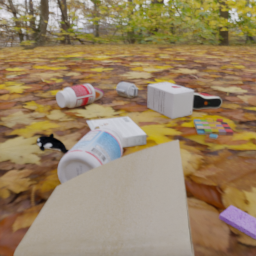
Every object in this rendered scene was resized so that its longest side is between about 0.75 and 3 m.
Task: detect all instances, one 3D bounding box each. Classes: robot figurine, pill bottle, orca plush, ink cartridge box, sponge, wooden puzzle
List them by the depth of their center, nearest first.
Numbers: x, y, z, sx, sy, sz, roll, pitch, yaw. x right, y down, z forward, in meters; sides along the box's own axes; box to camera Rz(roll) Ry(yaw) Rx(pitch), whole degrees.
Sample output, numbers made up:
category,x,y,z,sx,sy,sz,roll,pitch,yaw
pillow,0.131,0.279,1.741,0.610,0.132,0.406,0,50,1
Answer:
category,x,y,z,sx,sy,sz,roll,pitch,yaw
sponge,2.411,1.970,5.882,0.479,0.128,0.859,-17,27,-37
pill bottle,-0.854,0.753,7.487,1.199,1.199,2.204,6,23,15
orca plush,-2.543,0.457,9.260,0.737,0.498,1.401,-18,27,-38
ink cartridge box,-0.485,0.155,10.152,1.711,0.429,1.972,-7,22,-17
wooden puzzle,3.306,-0.044,11.023,1.293,0.153,2.180,2,21,4
pill bottle,-2.562,-1.535,13.691,0.993,0.993,1.769,19,27,39
robot figurine,-0.102,-2.080,15.410,1.366,0.771,1.158,19,17,38

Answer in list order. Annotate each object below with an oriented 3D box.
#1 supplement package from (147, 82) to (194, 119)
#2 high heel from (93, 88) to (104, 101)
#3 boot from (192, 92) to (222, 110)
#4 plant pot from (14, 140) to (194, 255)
category,x,y,z,sx,sy,sz,roll,pitch,yaw
supplement package,1.903,-1.309,12.873,1.174,1.160,1.937,-13,25,-29
high heel,-2.134,-1.990,15.223,2.293,0.772,1.100,-3,28,31
boot,3.382,-1.449,13.922,2.047,0.741,1.477,3,20,-14
plant pot,-0.119,1.731,3.878,2.030,2.293,2.291,-7,20,10
